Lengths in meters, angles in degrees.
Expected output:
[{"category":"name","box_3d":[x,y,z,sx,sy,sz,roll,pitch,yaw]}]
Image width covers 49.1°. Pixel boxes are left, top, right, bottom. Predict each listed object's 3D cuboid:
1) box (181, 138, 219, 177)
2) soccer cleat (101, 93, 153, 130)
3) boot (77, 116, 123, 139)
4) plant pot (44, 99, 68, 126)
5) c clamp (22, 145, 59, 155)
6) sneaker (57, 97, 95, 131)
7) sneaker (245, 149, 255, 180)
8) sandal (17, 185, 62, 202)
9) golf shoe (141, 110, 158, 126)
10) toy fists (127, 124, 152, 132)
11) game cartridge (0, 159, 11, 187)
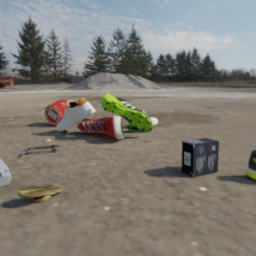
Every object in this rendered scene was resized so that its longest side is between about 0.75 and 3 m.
[{"category":"box","box_3d":[2.175,0.871,8.466,1.007,0.990,0.591,-5,11,-26]},{"category":"soccer cleat","box_3d":[0.004,-0.801,12.964,2.674,0.903,1.084,28,31,-14]},{"category":"boot","box_3d":[-1.344,0.001,13.212,2.115,1.061,2.931,-4,6,-7]},{"category":"plant pot","box_3d":[-4.058,-0.840,16.426,1.464,1.464,1.333,5,20,25]},{"category":"c clamp","box_3d":[-3.345,0.863,10.777,1.477,0.200,1.262,-7,8,-24]},{"category":"sneaker","box_3d":[-2.842,-0.732,14.112,2.700,1.143,0.983,-27,11,35]},{"category":"sneaker","box_3d":[4.403,1.063,7.648,2.172,0.919,0.809,3,12,15]},{"category":"sandal","box_3d":[-2.063,1.583,6.685,0.480,0.323,1.195,13,2,32]},{"category":"golf shoe","box_3d":[0.996,-0.544,15.967,0.790,0.981,2.018,7,11,43]},{"category":"toy fists","box_3d":[0.605,-0.012,14.605,1.322,0.455,0.674,-1,18,-12]},{"category":"game cartridge","box_3d":[-4.638,1.341,7.453,2.569,0.534,1.711,-7,9,-33]}]
